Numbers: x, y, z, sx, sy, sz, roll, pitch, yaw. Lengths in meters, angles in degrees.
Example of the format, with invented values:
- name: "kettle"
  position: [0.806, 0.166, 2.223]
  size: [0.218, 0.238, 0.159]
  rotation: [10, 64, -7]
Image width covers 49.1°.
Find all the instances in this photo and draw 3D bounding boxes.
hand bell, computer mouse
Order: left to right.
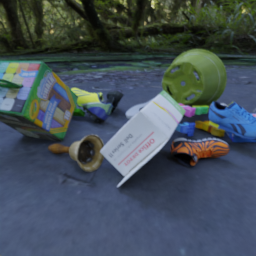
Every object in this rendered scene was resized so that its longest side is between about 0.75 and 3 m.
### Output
- name: "hand bell"
  position: [-1.692, 0.638, 8.101]
  size: [1.923, 1.001, 1.001]
  rotation: [3, 17, 41]
- name: "computer mouse"
  position: [1.455, -0.476, 10.343]
  size: [1.821, 0.597, 2.594]
  rotation: [-11, -6, 11]

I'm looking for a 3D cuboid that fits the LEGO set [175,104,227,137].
- name: "LEGO set"
  position: [2.830, -0.225, 10.124]
  size: [2.839, 1.083, 1.165]
  rotation: [-5, 21, -32]

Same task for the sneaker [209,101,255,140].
- name: "sneaker"
  position: [3.519, -0.278, 8.844]
  size: [0.739, 0.879, 2.241]
  rotation: [-19, 29, -34]

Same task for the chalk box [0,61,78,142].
- name: "chalk box"
  position: [-3.235, -0.964, 8.891]
  size: [1.808, 1.799, 2.906]
  rotation: [9, -20, 22]

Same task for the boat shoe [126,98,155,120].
- name: "boat shoe"
  position: [0.784, -0.669, 11.918]
  size: [1.867, 0.662, 0.673]
  rotation: [-23, 37, -20]

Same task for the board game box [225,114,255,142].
- name: "board game box"
  position: [4.780, -0.028, 10.220]
  size: [2.396, 0.539, 1.822]
  rotation: [1, 19, 1]

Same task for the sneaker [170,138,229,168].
- name: "sneaker"
  position: [2.060, 0.774, 7.995]
  size: [1.680, 0.652, 0.941]
  rotation: [-1, 27, 10]

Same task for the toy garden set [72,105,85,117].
- name: "toy garden set"
  position: [-3.234, -1.274, 11.621]
  size: [2.069, 0.495, 2.482]
  rotation: [5, -21, 27]

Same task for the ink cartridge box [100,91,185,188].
- name: "ink cartridge box"
  position: [0.394, 0.163, 7.556]
  size: [0.991, 1.724, 2.944]
  rotation: [45, 28, 1]

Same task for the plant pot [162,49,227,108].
- name: "plant pot"
  position: [2.616, -1.946, 11.840]
  size: [2.734, 2.734, 2.596]
  rotation: [8, 16, 22]

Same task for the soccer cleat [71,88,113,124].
- name: "soccer cleat"
  position: [-1.568, -1.148, 11.933]
  size: [2.579, 1.079, 0.834]
  rotation: [39, 0, 39]

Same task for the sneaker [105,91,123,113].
- name: "sneaker"
  position: [-0.792, -1.163, 13.011]
  size: [0.594, 1.032, 1.979]
  rotation: [33, -12, -17]
